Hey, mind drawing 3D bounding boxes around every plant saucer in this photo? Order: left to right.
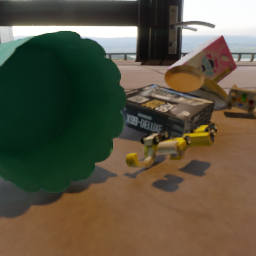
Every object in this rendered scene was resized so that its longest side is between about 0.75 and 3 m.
[{"bbox_3d":[1.732,-1.483,8.707,1.222,0.216,1.222,-2,53,3],"label":"plant saucer"}]

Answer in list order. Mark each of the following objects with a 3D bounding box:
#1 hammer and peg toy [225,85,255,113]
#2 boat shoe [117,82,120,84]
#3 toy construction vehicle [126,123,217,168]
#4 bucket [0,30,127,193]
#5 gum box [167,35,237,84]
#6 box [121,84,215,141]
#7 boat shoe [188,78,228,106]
[{"bbox_3d":[4.000,-0.891,9.281,1.380,1.015,0.487,12,62,13],"label":"hammer and peg toy"},{"bbox_3d":[-1.621,-1.432,10.056,2.980,1.382,1.113,-11,28,-28],"label":"boat shoe"},{"bbox_3d":[0.857,0.373,5.281,1.332,0.539,1.530,-7,8,36],"label":"toy construction vehicle"},{"bbox_3d":[-1.438,-0.350,4.765,2.532,2.532,1.647,-14,23,-38],"label":"bucket"},{"bbox_3d":[3.118,-2.492,11.512,2.682,1.522,0.887,-37,18,-16],"label":"gum box"},{"bbox_3d":[1.025,-0.522,7.945,2.156,0.680,2.734,20,24,26],"label":"box"},{"bbox_3d":[2.772,-1.257,10.263,2.549,0.872,0.953,16,39,-36],"label":"boat shoe"}]
